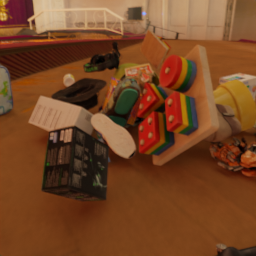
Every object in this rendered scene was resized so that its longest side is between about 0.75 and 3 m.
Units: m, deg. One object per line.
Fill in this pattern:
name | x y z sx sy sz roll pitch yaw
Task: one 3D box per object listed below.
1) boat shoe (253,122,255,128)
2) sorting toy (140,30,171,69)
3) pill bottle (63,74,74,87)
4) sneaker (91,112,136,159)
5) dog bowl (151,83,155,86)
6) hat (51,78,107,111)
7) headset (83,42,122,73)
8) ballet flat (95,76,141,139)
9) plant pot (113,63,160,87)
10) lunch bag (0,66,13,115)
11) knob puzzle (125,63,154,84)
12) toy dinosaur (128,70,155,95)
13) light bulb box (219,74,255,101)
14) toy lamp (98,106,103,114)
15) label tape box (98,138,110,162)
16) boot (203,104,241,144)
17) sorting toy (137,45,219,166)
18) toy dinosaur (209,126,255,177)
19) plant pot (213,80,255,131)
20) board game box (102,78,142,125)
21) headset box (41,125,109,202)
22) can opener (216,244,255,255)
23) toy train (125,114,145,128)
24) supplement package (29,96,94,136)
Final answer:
boat shoe | 5.207 0.190 9.991 0.616 0.754 2.041 31 12 -34
sorting toy | 1.106 -3.145 11.132 0.396 1.137 1.131 -31 74 -28
pill bottle | -3.708 -2.982 17.556 0.666 0.666 1.189 -5 23 -11
sneaker | -0.422 0.278 8.858 1.757 0.708 1.287 43 -5 9
dog bowl | 0.973 -0.961 11.140 0.463 1.579 1.579 -22 27 -10
hat | -1.862 -1.195 11.481 2.424 0.978 2.424 -14 29 8
headset | -1.077 -3.217 12.961 1.506 1.146 2.439 1 25 33
ballet flat | -0.358 -0.658 9.489 1.016 2.737 1.016 19 44 -20
plant pot | 0.139 -2.164 13.276 2.149 2.149 2.297 -7 30 -15
lunch bag | -6.465 -1.524 11.868 1.199 2.337 2.908 19 30 35
knob puzzle | 0.426 -2.079 10.820 1.268 0.176 1.268 -6 49 7
toy dinosaur | 0.535 -1.353 9.172 0.604 2.075 1.049 1 64 14
light bulb box | 4.934 -1.495 12.723 1.622 1.636 1.021 -17 28 -34
toy lamp | -1.216 -0.554 11.966 0.531 0.531 1.825 6 24 14
label tape box | -0.914 0.761 8.535 0.547 0.759 0.240 -19 -6 -3
boot | 2.339 -0.552 9.320 2.058 0.989 2.815 -4 44 -9
sorting toy | 1.136 -0.639 7.944 0.919 2.639 2.623 13 58 -22
toy dinosaur | 3.594 0.920 8.084 1.663 1.251 2.450 -29 52 -25
plant pot | 3.465 -0.614 10.556 1.828 1.943 1.943 -19 25 -4
board game box | -0.229 -1.018 10.586 1.195 1.196 1.195 16 24 -14
headset box | -1.093 0.889 6.400 0.727 1.365 1.568 -11 -25 25
can opener | 2.218 2.358 5.112 1.752 0.689 0.555 -6 -16 -22
toy train | 0.130 -0.355 11.538 1.239 0.528 0.706 -13 13 -23
supplement package | -2.295 -0.276 9.885 1.958 1.073 1.114 17 -10 28
